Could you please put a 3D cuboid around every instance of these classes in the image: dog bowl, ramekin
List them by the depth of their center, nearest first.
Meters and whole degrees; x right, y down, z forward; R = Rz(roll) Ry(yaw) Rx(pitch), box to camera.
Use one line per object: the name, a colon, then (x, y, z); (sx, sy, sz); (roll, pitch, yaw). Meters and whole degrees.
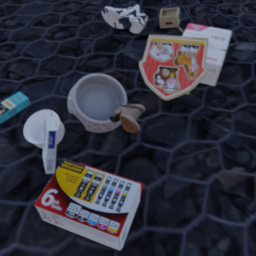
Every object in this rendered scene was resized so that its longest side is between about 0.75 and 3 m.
dog bowl: (-0.957, -0.875, 9.196); (2.020, 0.592, 2.020); (5, 70, -14)
ramekin: (-2.713, 0.083, 9.202); (1.240, 0.605, 1.240); (-6, 61, 11)

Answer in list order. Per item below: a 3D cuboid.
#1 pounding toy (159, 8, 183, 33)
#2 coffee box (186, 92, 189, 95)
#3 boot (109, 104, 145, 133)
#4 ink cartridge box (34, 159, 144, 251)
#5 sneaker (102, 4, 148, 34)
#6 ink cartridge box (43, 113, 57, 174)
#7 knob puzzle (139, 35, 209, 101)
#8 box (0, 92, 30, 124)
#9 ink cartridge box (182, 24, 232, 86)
pounding toy: (2.215, -5.379, 14.063); (1.177, 0.837, 1.083); (2, 48, 15)
coffee box: (1.722, -1.794, 10.364); (0.967, 0.969, 0.958); (6, 9, -12)
boot: (0.133, -0.363, 8.216); (0.982, 0.472, 1.343); (-31, 40, -33)
ink cartridge box: (-0.931, 1.836, 7.735); (2.364, 0.991, 2.076); (15, 51, 13)
sneaker: (-0.053, -5.716, 14.160); (2.308, 0.921, 1.502); (22, 52, 17)
ink cartridge box: (-1.923, 0.341, 6.761); (0.229, 1.128, 1.130); (0, 22, -22)
knob puzzle: (1.330, -1.867, 8.469); (2.348, 0.326, 2.348); (-3, 74, 11)
box: (-4.392, -0.740, 10.331); (0.579, 0.346, 1.408); (33, 57, 25)
ink cartridge box: (3.079, -3.163, 11.862); (1.953, 1.103, 2.666); (17, 52, 15)
